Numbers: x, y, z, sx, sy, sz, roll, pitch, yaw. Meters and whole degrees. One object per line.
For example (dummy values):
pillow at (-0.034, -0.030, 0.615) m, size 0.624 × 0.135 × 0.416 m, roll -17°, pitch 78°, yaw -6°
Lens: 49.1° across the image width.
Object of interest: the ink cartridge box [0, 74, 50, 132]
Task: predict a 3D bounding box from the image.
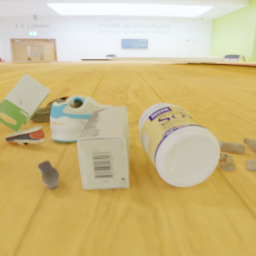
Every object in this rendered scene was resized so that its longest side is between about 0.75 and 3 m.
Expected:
ink cartridge box at (-3.512, -0.755, 9.190) m, size 0.971 × 1.871 × 0.555 m, roll 35°, pitch -29°, yaw -12°

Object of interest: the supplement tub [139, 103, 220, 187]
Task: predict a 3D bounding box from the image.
supplement tub at (0.943, 0.259, 5.789) m, size 1.249 × 1.249 × 1.718 m, roll -4°, pitch 25°, yaw -13°

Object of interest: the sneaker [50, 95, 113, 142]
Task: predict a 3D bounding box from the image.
sneaker at (-1.214, -0.447, 8.735) m, size 1.100 × 1.162 × 2.877 m, roll 7°, pitch 17°, yaw 27°

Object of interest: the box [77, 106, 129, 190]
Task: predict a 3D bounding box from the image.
box at (-0.439, 0.301, 6.346) m, size 0.907 × 1.089 × 2.652 m, roll -4°, pitch 15°, yaw 1°

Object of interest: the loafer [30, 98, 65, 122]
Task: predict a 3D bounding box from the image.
loafer at (-2.638, -0.709, 10.326) m, size 2.186 × 0.737 × 0.831 m, roll -10°, pitch 19°, yaw -32°

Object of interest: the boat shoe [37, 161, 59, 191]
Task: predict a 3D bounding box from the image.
boat shoe at (-1.509, 0.959, 5.429) m, size 0.333 × 0.315 × 0.878 m, roll -20°, pitch 30°, yaw -18°

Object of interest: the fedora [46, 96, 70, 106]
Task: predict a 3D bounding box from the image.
fedora at (-2.748, -0.890, 11.256) m, size 1.108 × 0.452 × 1.108 m, roll -17°, pitch 24°, yaw 8°

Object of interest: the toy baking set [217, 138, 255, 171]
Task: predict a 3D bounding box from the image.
toy baking set at (2.566, 0.515, 7.029) m, size 1.847 × 0.280 × 2.406 m, roll -1°, pitch 17°, yaw -5°

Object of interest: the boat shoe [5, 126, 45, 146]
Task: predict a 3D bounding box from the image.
boat shoe at (-2.793, 0.274, 7.559) m, size 1.334 × 0.417 × 0.475 m, roll -11°, pitch 15°, yaw 27°
